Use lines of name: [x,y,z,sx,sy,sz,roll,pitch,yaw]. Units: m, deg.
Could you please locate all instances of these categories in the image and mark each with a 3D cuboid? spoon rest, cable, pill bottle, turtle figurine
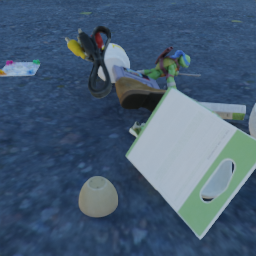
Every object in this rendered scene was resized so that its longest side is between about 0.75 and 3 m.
spoon rest: [2.164,0.923,6.932,1.122,0.685,2.259,24,39,32]
cable: [-0.854,-1.952,8.009,1.312,0.680,2.702,-21,64,-9]
pill bottle: [-0.643,-2.612,11.375,1.339,1.339,2.569,-3,23,-4]
turtle figurine: [1.458,-1.778,10.836,2.304,2.376,1.710,-10,61,28]

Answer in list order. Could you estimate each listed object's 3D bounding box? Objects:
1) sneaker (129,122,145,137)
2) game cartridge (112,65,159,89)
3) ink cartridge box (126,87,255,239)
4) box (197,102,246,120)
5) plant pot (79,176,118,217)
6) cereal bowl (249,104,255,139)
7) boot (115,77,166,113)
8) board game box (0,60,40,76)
sneaker: [0.408,0.090,8.258,0.381,0.439,0.990,8,17,-40]
game cartridge: [0.286,-1.673,9.793,1.704,0.327,1.104,16,34,-21]
ink cartridge box: [1.352,0.594,6.151,0.700,2.125,2.920,24,13,-42]
box: [2.844,-0.524,8.801,1.543,0.280,1.114,7,-6,20]
plant pot: [-0.675,1.429,6.229,0.890,0.597,0.890,0,33,0]
cereal bowl: [4.413,0.325,7.289,2.650,1.104,2.650,8,34,-5]
boot: [0.717,-1.112,9.076,2.603,0.958,0.982,6,46,-40]
board game box: [-5.066,-2.828,13.096,1.585,0.205,1.586,-3,33,-3]
